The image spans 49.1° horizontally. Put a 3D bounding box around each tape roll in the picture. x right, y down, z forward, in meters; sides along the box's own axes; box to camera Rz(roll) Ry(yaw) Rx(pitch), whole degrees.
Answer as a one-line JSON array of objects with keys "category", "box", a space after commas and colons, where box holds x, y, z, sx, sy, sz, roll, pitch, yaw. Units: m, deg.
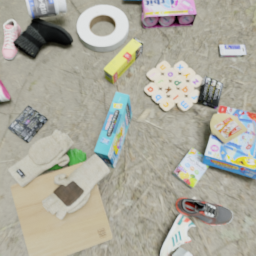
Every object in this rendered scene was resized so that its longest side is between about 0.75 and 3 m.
[{"category": "tape roll", "box": [-1.175, -4.642, 13.017, 2.425, 0.443, 2.425, 0, 69, 1]}]

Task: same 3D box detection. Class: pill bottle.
[{"category": "pill bottle", "box": [-3.547, -5.312, 12.169, 1.612, 0.917, 0.917, -13, 70, -13]}]

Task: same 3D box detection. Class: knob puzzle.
[{"category": "knob puzzle", "box": [3.612, -0.056, 10.467, 1.340, 0.186, 1.340, -4, 57, 6]}]

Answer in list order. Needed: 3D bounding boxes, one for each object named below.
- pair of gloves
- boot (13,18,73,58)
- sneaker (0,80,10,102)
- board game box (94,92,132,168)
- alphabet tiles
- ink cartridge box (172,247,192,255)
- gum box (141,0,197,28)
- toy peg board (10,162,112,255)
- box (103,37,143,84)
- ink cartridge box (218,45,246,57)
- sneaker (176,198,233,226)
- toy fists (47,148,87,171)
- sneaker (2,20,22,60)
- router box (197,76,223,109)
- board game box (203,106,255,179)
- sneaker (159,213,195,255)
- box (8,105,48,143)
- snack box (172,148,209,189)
[{"category": "pair of gloves", "box": [-2.270, 1.475, 9.351, 2.739, 0.480, 2.329, 35, 69, 17]}, {"category": "boot", "box": [-3.763, -3.813, 12.484, 2.249, 0.846, 1.681, 25, 71, 9]}, {"category": "sneaker", "box": [-6.057, -1.957, 11.701, 1.199, 1.011, 2.741, -33, 71, -9]}, {"category": "board game box", "box": [-0.477, 0.136, 10.479, 0.553, 1.779, 2.357, 15, 70, 10]}, {"category": "alphabet tiles", "box": [1.972, -1.816, 12.083, 2.344, 0.175, 2.397, -39, 75, -16]}, {"category": "ink cartridge box", "box": [1.654, 4.989, 9.114, 1.678, 0.700, 1.219, -41, 90, -15]}, {"category": "gum box", "box": [1.807, -5.559, 13.158, 2.479, 0.820, 1.407, -4, 69, -1]}, {"category": "toy peg board", "box": [-2.252, 2.874, 9.918, 2.746, 1.343, 2.735, -17, 85, -6]}, {"category": "box", "box": [-0.187, -2.929, 12.199, 0.528, 0.793, 2.106, 38, 73, 13]}, {"category": "ink cartridge box", "box": [4.724, -3.493, 12.714, 1.164, 0.216, 0.551, -1, 68, 2]}, {"category": "sneaker", "box": [2.743, 2.972, 9.930, 2.053, 0.841, 0.791, 10, 70, 4]}, {"category": "toy fists", "box": [-2.392, 1.210, 10.777, 1.581, 0.544, 0.806, -1, 77, -2]}, {"category": "sneaker", "box": [-5.313, -4.009, 12.525, 0.681, 0.946, 1.809, 7, 71, 1]}, {"category": "router box", "box": [3.470, -1.490, 11.807, 0.875, 0.299, 1.173, 22, 70, -8]}, {"category": "board game box", "box": [4.318, 0.527, 10.511, 2.391, 0.682, 2.442, 15, 60, 18]}, {"category": "sneaker", "box": [1.719, 3.894, 9.705, 0.805, 0.606, 1.721, 28, 69, 16]}, {"category": "box", "box": [-4.081, -0.159, 11.417, 1.012, 0.275, 1.263, 32, 73, 11]}, {"category": "snack box", "box": [2.439, 1.540, 10.734, 0.917, 0.342, 1.289, 38, 73, 12]}]
